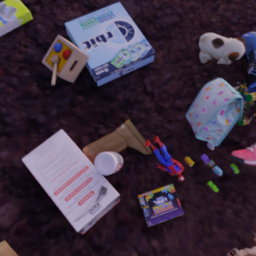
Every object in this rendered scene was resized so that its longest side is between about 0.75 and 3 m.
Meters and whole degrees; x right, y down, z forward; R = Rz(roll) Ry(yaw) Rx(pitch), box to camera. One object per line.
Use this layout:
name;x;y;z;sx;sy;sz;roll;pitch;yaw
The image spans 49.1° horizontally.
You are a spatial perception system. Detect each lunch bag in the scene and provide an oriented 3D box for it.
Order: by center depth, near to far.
lunch bag;2.516;-0.521;8.042;0.969;1.589;1.353;21;27;-18

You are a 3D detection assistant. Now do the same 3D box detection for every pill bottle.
pill bottle;-0.479;0.926;7.439;0.576;1.012;0.576;-1;86;12

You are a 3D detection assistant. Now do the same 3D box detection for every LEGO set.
LEGO set;3.604;-0.749;8.605;0.744;1.284;0.987;-16;32;-27

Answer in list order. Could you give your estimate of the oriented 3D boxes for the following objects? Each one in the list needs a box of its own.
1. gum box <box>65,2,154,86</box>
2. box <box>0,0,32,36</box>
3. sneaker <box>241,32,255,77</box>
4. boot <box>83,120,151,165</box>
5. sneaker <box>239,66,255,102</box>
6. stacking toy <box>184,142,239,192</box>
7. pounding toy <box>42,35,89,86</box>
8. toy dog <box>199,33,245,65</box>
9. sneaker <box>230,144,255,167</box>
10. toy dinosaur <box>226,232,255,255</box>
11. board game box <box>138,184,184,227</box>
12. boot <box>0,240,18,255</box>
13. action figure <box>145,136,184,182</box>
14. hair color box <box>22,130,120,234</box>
gum box;-0.682;-3.048;9.998;2.236;0.586;2.631;-27;69;-11
box;-4.750;-4.117;10.560;1.887;0.450;1.150;-37;70;-16
sneaker;4.452;-2.231;9.451;1.065;0.938;2.388;-21;68;-12
boot;-0.291;0.650;8.312;1.610;1.410;0.533;-35;26;5
sneaker;4.273;-1.770;8.602;0.853;2.431;0.947;12;55;-30
stacking toy;2.393;1.086;8.039;0.958;0.298;1.270;-35;65;-13
pounding toy;-2.157;-2.117;9.149;1.247;0.963;1.355;40;100;27
toy dog;3.134;-2.659;9.178;1.403;1.361;0.979;25;79;36
sneaker;3.820;0.600;7.927;1.855;0.684;0.805;-2;100;-1
toy dinosaur;3.239;3.523;7.010;1.234;0.782;1.821;-40;83;-9
board game box;0.898;2.159;7.828;1.047;0.297;0.865;-18;66;-8
boot;-2.594;3.533;7.045;1.891;0.625;1.656;36;71;16
action figure;1.104;0.956;7.918;0.523;1.598;0.413;-31;24;27
hair color box;-1.586;1.472;7.856;1.422;0.820;2.564;-39;70;-16
